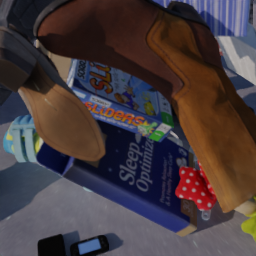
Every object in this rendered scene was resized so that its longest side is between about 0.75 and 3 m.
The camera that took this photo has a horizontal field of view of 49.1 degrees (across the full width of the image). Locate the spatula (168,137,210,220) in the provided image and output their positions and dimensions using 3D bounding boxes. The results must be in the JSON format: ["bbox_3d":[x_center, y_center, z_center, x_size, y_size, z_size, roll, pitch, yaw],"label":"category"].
[{"bbox_3d":[1.298,0.992,6.202,1.447,0.167,2.081,13,44,14],"label":"spatula"}]

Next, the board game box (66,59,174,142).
[{"bbox_3d":[-0.162,-1.141,5.352,1.839,0.468,2.716,20,43,-22],"label":"board game box"}]

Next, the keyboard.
[{"bbox_3d":[1.960,-0.272,7.602,2.875,0.369,1.726,9,33,13],"label":"keyboard"}]

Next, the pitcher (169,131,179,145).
[{"bbox_3d":[0.750,0.035,6.987,0.968,0.684,1.128,4,46,-2],"label":"pitcher"}]

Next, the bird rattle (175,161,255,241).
[{"bbox_3d":[1.908,1.190,5.233,2.039,1.149,1.663,21,19,9],"label":"bird rattle"}]

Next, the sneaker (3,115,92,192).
[{"bbox_3d":[-1.624,0.539,5.982,1.893,1.153,2.900,-12,31,-18],"label":"sneaker"}]

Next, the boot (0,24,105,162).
[{"bbox_3d":[-0.821,-0.413,2.904,0.525,1.496,1.094,-37,30,6],"label":"boot"}]

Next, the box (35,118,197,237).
[{"bbox_3d":[-0.004,0.552,5.137,2.943,0.477,1.783,29,40,-15],"label":"box"}]

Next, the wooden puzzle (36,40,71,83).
[{"bbox_3d":[-1.623,-2.634,9.421,2.774,0.517,2.566,0,81,-4],"label":"wooden puzzle"}]

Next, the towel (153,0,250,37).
[{"bbox_3d":[1.032,-1.831,4.158,1.442,1.044,0.172,8,46,25],"label":"towel"}]

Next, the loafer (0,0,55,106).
[{"bbox_3d":[-2.110,-1.222,4.280,0.852,0.972,2.705,34,92,24],"label":"loafer"}]

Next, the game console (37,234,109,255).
[{"bbox_3d":[-0.932,2.090,4.807,1.182,0.142,0.697,-12,40,-15],"label":"game console"}]

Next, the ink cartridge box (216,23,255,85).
[{"bbox_3d":[2.793,-1.449,5.932,0.507,1.641,2.023,-47,50,5],"label":"ink cartridge box"}]

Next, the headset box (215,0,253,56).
[{"bbox_3d":[2.978,-2.882,7.917,0.664,1.769,1.315,11,32,39],"label":"headset box"}]

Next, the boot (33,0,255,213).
[{"bbox_3d":[0.465,-0.312,3.287,2.547,0.926,2.705,-6,64,-38],"label":"boot"}]
